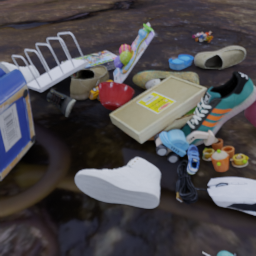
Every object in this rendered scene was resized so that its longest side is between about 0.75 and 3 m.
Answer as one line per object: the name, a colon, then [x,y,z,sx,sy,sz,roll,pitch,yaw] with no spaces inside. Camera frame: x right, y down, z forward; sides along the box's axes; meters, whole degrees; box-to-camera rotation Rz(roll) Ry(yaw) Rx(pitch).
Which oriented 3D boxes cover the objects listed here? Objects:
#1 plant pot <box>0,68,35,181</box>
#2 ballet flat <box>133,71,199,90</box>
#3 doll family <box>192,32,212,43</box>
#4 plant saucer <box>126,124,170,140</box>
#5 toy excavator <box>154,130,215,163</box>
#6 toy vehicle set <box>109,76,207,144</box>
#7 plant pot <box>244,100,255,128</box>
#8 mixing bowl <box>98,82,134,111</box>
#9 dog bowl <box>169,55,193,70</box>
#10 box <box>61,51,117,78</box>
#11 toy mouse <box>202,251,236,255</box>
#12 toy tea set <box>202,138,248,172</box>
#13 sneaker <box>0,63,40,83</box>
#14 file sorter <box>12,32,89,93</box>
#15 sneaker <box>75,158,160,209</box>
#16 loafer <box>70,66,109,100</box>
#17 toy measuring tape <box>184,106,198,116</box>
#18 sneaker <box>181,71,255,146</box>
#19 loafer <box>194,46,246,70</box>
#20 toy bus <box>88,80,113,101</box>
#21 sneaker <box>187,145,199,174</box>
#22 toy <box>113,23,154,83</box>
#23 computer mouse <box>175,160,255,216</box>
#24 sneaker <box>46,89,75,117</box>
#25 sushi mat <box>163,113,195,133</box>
plant pot: [-4.142,-0.142,7.241,2.603,2.895,2.895,14,37,10]
ballet flat: [1.523,-1.789,11.273,2.677,0.946,0.946,0,35,1]
doll family: [4.483,-5.316,16.572,0.838,0.609,1.351,-19,21,-14]
plant saucer: [0.628,-0.228,9.465,1.737,0.325,1.737,0,36,0]
toy excavator: [1.585,0.375,7.940,1.297,1.333,0.666,33,28,-22]
toy vehicle set: [0.957,-0.701,9.022,2.745,0.364,1.706,-33,38,-17]
plant pot: [5.093,-0.414,8.199,2.396,2.396,2.144,-17,53,-23]
mixing bowl: [-0.481,-1.028,9.742,1.301,1.301,0.705,8,76,11]
dog bowl: [2.565,-3.179,13.614,1.401,0.347,0.781,-28,44,-34]
box: [-1.692,-2.995,13.266,2.528,0.439,1.391,-24,42,-31]
toy mouse: [1.841,2.710,5.390,1.144,0.221,1.017,-22,41,-28]
toy tea set: [2.546,0.623,7.781,0.934,0.581,1.570,-19,21,-7]
sneaker: [-4.747,-2.466,12.394,1.880,0.692,1.086,32,44,25]
file sorter: [-3.151,-2.717,11.295,2.336,1.455,1.621,-37,33,-24]
sneaker: [-0.197,1.249,7.085,2.075,0.765,1.199,14,35,3]
loafer: [-1.522,-2.049,11.532,1.005,0.892,2.645,10,36,14]
toy measuring tape: [2.620,-0.726,9.436,2.823,1.039,1.039,15,37,34]
sneaker: [2.384,-0.561,8.169,2.668,1.066,0.952,-43,30,15]
loafer: [4.420,-3.198,13.224,2.478,0.937,0.846,-12,37,0]
toy bus: [-0.997,-1.445,10.997,0.469,0.390,1.197,42,49,9]
sneaker: [1.659,0.778,7.071,0.278,0.309,0.751,6,68,-2]
toy: [-0.013,-3.087,11.545,0.637,2.697,1.553,29,28,-25]
computer mouse: [2.433,1.463,6.762,2.539,0.557,1.392,9,29,10]
sneaker: [-2.348,-0.869,9.522,0.907,0.638,1.707,27,1,-17]
sushi mat: [1.364,-0.008,8.253,0.715,1.494,0.090,-18,73,-23]
